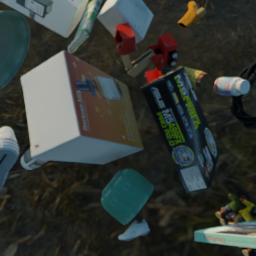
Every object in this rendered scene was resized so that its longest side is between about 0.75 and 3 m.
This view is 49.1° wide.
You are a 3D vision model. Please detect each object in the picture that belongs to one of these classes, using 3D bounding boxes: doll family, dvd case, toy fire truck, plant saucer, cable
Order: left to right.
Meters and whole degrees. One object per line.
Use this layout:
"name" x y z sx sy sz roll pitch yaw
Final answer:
"plant saucer" -4.023 -2.179 8.185 0.517 2.879 2.879 32 69 4
"toy fire truck" 0.545 -1.968 8.260 1.766 2.505 0.611 -16 58 -10
"doll family" 3.814 2.964 8.208 1.380 0.937 2.388 -28 73 -16
"dvd case" 2.363 1.900 5.065 1.948 1.422 0.214 9 72 -37
"cable" 3.366 -0.833 6.972 0.523 2.057 1.679 -20 90 -36

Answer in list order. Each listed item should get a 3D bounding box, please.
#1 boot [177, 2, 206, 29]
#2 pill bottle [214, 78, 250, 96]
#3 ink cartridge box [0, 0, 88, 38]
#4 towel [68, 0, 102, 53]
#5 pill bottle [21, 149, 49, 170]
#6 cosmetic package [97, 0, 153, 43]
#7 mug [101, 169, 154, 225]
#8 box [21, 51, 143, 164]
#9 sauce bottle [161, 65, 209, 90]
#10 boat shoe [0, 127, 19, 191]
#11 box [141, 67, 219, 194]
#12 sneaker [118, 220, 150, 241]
"boot" 2.108 -3.975 9.919 0.903 0.444 1.261 -35 36 8
"pill bottle" 2.684 -1.068 7.260 0.467 0.858 0.467 -5 101 -25
"ink cartridge box" -2.368 -3.754 7.682 2.361 0.992 1.718 27 39 -13
"towel" -1.089 -2.699 7.064 0.227 1.103 1.478 26 67 -27
"pill bottle" -2.538 0.790 7.753 0.570 1.001 0.570 24 53 -35
"cosmetic package" -0.049 -3.230 8.108 1.258 0.773 1.254 41 51 -28
"mug" -0.094 1.547 6.668 0.863 1.396 1.147 39 79 2
"box" -0.986 -0.281 6.661 1.354 2.546 1.939 -23 71 25
"sauce bottle" 1.475 -1.398 7.518 1.426 0.471 0.471 26 65 41
"boat shoe" -2.875 0.824 5.899 2.089 0.768 0.697 -42 42 23
"box" 1.308 -0.072 6.399 0.546 1.977 2.468 -20 98 28
"sneaker" 0.111 2.382 6.523 0.759 0.284 0.378 -23 67 6
